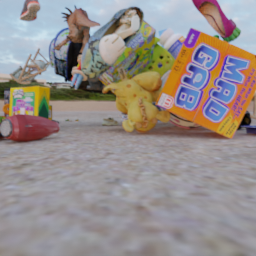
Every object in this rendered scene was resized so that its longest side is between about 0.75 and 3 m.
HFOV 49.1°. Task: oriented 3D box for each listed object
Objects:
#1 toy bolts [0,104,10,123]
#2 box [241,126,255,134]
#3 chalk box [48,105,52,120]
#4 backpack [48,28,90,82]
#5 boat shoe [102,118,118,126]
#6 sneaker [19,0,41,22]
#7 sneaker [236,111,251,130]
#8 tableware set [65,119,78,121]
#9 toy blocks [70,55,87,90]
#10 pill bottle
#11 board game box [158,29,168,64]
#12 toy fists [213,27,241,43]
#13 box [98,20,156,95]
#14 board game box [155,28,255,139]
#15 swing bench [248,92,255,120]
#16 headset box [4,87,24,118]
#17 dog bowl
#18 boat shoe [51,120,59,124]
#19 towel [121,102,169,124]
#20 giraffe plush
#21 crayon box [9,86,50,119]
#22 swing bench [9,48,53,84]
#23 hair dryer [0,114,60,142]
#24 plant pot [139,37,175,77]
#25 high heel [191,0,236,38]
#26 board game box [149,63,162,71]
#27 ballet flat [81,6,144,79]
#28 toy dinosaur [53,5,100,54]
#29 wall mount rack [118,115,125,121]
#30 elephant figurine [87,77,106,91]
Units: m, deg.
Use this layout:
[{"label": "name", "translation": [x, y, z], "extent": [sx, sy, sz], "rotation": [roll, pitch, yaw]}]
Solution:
[{"label": "toy bolts", "translation": [-5.288, -0.478, 12.658], "extent": [1.077, 1.029, 0.747], "rotation": [18, -13, -26]}, {"label": "box", "translation": [4.581, 0.074, 8.832], "extent": [1.785, 0.289, 1.082], "rotation": [0, 4, -22]}, {"label": "chalk box", "translation": [-5.012, -0.796, 15.738], "extent": [0.990, 0.995, 1.599], "rotation": [-3, 4, -35]}, {"label": "backpack", "translation": [-2.622, -3.431, 12.587], "extent": [1.494, 2.034, 1.861], "rotation": [27, 41, 17]}, {"label": "boat shoe", "translation": [-0.838, -0.316, 13.412], "extent": [0.419, 0.376, 1.133], "rotation": [2, 5, 27]}, {"label": "sneaker", "translation": [-2.571, -3.146, 7.351], "extent": [0.395, 0.420, 1.025], "rotation": [-5, -6, -41]}, {"label": "sneaker", "translation": [4.312, -0.260, 10.852], "extent": [0.960, 0.821, 2.316], "rotation": [16, 16, 35]}, {"label": "tableware set", "translation": [-3.389, -0.474, 17.114], "extent": [0.883, 0.135, 0.595], "rotation": [2, 5, 22]}, {"label": "toy blocks", "translation": [-1.950, -2.231, 11.333], "extent": [0.655, 1.804, 1.504], "rotation": [27, -23, -18]}, {"label": "pill bottle", "translation": [2.437, -3.731, 13.392], "extent": [1.172, 2.091, 1.172], "rotation": [-44, -2, -2]}, {"label": "board game box", "translation": [2.197, -4.038, 15.431], "extent": [0.504, 1.913, 2.500], "rotation": [-12, -6, 10]}, {"label": "toy fists", "translation": [3.614, -3.447, 10.893], "extent": [1.510, 0.519, 0.769], "rotation": [-20, 14, 22]}, {"label": "box", "translation": [-0.211, -2.700, 10.288], "extent": [1.309, 2.146, 2.067], "rotation": [44, -11, 11]}, {"label": "board game box", "translation": [2.394, -1.275, 8.636], "extent": [2.304, 2.306, 2.304], "rotation": [25, 8, 6]}, {"label": "swing bench", "translation": [6.313, -1.389, 17.884], "extent": [2.876, 1.866, 2.861], "rotation": [-1, 5, -11]}, {"label": "headset box", "translation": [-5.291, -1.095, 14.122], "extent": [2.430, 1.806, 0.911], "rotation": [3, 3, 42]}, {"label": "dog bowl", "translation": [2.463, -1.163, 11.347], "extent": [2.721, 2.721, 1.003], "rotation": [0, -30, -4]}, {"label": "boat shoe", "translation": [-3.343, -0.224, 12.644], "extent": [0.867, 0.323, 0.318], "rotation": [6, 7, 42]}, {"label": "towel", "translation": [0.955, -0.829, 15.141], "extent": [2.662, 1.139, 2.204], "rotation": [0, 4, 2]}, {"label": "giraffe plush", "translation": [0.448, -0.706, 9.388], "extent": [2.052, 1.928, 2.378], "rotation": [-31, -30, 17]}, {"label": "crayon box", "translation": [-3.681, -0.702, 10.373], "extent": [1.817, 1.568, 0.530], "rotation": [3, 0, 36]}, {"label": "swing bench", "translation": [-3.453, -2.130, 10.035], "extent": [1.144, 0.742, 1.138], "rotation": [-37, 22, 16]}, {"label": "hair dryer", "translation": [-3.134, -0.017, 7.455], "extent": [2.586, 0.702, 1.969], "rotation": [-1, 3, -19]}, {"label": "plant pot", "translation": [0.766, -3.052, 12.526], "extent": [1.984, 1.801, 1.975], "rotation": [-36, 29, 2]}, {"label": "high heel", "translation": [2.633, -3.621, 8.910], "extent": [1.861, 0.627, 0.895], "rotation": [40, 48, 8]}, {"label": "board game box", "translation": [0.969, -2.685, 14.894], "extent": [0.519, 2.317, 1.558], "rotation": [-18, 38, -42]}, {"label": "ballet flat", "translation": [-0.359, -2.595, 8.094], "extent": [1.066, 2.872, 1.066], "rotation": [21, -28, 12]}, {"label": "toy dinosaur", "translation": [-1.585, -3.297, 8.891], "extent": [1.007, 1.590, 2.346], "rotation": [13, -9, -26]}, {"label": "wall mount rack", "translation": [0.319, -0.347, 12.797], "extent": [1.254, 0.538, 1.443], "rotation": [-3, 4, -33]}, {"label": "elephant figurine", "translation": [-1.620, -3.097, 14.334], "extent": [1.805, 2.327, 1.646], "rotation": [-43, 43, -11]}]
